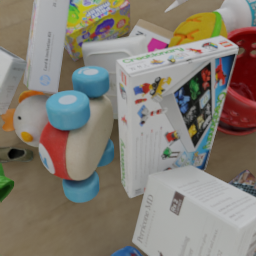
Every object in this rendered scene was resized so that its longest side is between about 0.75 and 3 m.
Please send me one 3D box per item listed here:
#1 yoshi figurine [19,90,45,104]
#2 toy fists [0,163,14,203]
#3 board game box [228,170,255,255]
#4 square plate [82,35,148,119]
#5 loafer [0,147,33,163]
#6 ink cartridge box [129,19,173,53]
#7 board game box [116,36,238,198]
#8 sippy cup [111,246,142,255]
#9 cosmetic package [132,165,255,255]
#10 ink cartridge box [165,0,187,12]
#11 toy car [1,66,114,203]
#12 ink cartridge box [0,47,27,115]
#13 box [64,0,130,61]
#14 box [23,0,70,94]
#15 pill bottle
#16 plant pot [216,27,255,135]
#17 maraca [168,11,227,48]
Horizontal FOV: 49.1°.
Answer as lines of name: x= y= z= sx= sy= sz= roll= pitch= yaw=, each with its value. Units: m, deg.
yoshi figurine: x=-1.979 y=0.153 z=7.670 sx=2.624 sy=1.475 sz=1.469 roll=33 pitch=88 yaw=9
toy fists: x=-2.636 y=1.055 z=3.700 sx=1.088 sy=0.734 sz=2.135 roll=35 pitch=51 yaw=5
board game box: x=2.665 y=2.602 z=7.138 sx=2.692 sy=0.466 sz=1.824 roll=-35 pitch=73 yaw=-12
square plate: x=-0.292 y=-1.022 z=6.341 sx=1.881 sy=1.899 sz=0.270 roll=8 pitch=27 yaw=40
loafer: x=-3.349 y=0.710 z=7.871 sx=1.275 sy=0.444 sz=0.479 roll=-2 pitch=69 yaw=-1
ink cartridge box: x=0.718 y=-1.556 z=8.405 sx=2.335 sy=1.064 sz=2.834 roll=26 pitch=72 yaw=8
board game box: x=0.780 y=-0.022 z=5.165 sx=1.884 sy=2.984 sz=0.516 roll=-17 pitch=45 yaw=-17
sippy cup: x=0.069 y=3.706 z=5.995 sx=1.973 sy=2.513 sz=1.841 roll=-47 pitch=56 yaw=8
cosmetic package: x=1.188 y=1.617 z=4.699 sx=1.629 sy=1.344 sz=1.343 roll=24 pitch=108 yaw=40
ink cartridge box: x=1.827 y=-3.865 z=6.215 sx=0.962 sy=2.837 sz=1.633 roll=49 pitch=68 yaw=-19
toy car: x=-1.527 y=0.019 z=5.396 sx=2.214 sy=2.040 sz=1.958 roll=7 pitch=36 yaw=13
ink cartridge box: x=-3.243 y=-0.826 z=5.006 sx=2.328 sy=0.507 sz=2.020 roll=30 pitch=102 yaw=6
box: x=-1.410 y=-3.768 z=9.100 sx=2.207 sy=1.347 sz=2.126 roll=-32 pitch=73 yaw=-11
box: x=-1.801 y=-1.856 z=5.967 sx=0.546 sy=2.651 sz=2.066 roll=6 pitch=99 yaw=-24
pill bottle: x=3.963 y=-3.737 z=9.092 sx=2.434 sy=1.348 sz=1.348 roll=-22 pitch=71 yaw=-7
plant pot: x=3.180 y=-1.122 z=7.631 sx=2.407 sy=2.192 sz=2.407 roll=0 pitch=70 yaw=0
maraca: x=1.398 y=-1.506 z=5.930 sx=1.168 sy=1.498 sz=2.184 roll=25 pitch=67 yaw=-9
